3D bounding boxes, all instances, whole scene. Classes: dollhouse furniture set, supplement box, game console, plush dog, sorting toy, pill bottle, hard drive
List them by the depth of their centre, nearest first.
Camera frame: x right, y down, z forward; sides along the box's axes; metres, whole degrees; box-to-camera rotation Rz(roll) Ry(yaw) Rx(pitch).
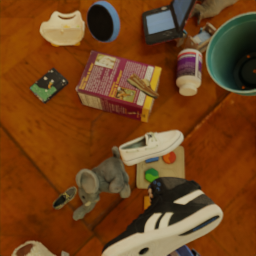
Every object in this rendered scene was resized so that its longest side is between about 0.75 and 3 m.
[{"bbox_3d":[-2.505,4.798,7.734,2.173,2.029,2.529,-45,48,1],"label":"plush dog"},{"bbox_3d":[1.087,1.625,9.325,1.619,0.291,2.173,2,72,1],"label":"sorting toy"},{"bbox_3d":[-0.293,-1.414,9.799,2.535,1.308,1.659,16,72,5],"label":"supplement box"},{"bbox_3d":[2.215,-2.003,10.226,0.880,0.880,1.566,7,71,2],"label":"pill bottle"},{"bbox_3d":[1.393,-4.371,10.252,1.975,1.360,2.291,-11,49,10],"label":"game console"},{"bbox_3d":[-2.940,-1.571,10.428,0.850,0.230,1.217,42,76,13],"label":"hard drive"},{"bbox_3d":[2.402,-3.595,10.684,1.030,1.024,1.461,-37,75,-11],"label":"dollhouse furniture set"},{"bbox_3d":[-2.453,-4.043,11.001,1.642,0.877,1.478,-2,64,1],"label":"sorting toy"}]

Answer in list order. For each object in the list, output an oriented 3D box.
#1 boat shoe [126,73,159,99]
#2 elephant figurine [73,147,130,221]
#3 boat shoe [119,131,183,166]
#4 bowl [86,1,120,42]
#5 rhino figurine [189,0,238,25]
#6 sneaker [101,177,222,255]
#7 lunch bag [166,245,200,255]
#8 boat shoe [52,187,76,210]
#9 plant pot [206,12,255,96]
[{"bbox_3d":[0.447,-1.237,8.076,1.086,0.411,0.401,36,95,21],"label":"boat shoe"},{"bbox_3d":[-1.030,1.788,8.840,1.977,1.399,1.534,-15,43,11],"label":"elephant figurine"},{"bbox_3d":[0.541,0.387,6.651,1.568,0.524,0.577,-27,32,-1],"label":"boat shoe"},{"bbox_3d":[-0.863,-3.491,9.322,1.312,1.312,0.258,41,49,12],"label":"bowl"},{"bbox_3d":[3.337,-5.079,11.294,2.798,0.836,1.223,-35,75,-9],"label":"rhino figurine"},{"bbox_3d":[0.512,1.936,6.118,2.714,0.991,1.518,-14,37,-21],"label":"sneaker"},{"bbox_3d":[1.548,4.352,7.703,1.602,1.645,2.421,-28,72,-10],"label":"lunch bag"},{"bbox_3d":[-2.061,2.284,9.114,0.329,0.278,0.923,43,76,13],"label":"boat shoe"},{"bbox_3d":[3.450,-1.780,7.784,2.056,1.932,2.056,-4,82,31],"label":"plant pot"}]
